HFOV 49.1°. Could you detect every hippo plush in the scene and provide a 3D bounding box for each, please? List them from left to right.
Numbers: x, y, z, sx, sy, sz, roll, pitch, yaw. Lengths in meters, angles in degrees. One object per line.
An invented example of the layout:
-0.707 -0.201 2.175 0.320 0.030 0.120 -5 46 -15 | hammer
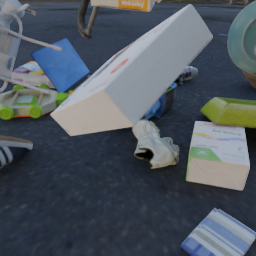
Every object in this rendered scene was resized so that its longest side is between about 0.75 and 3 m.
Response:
-3.998 -3.527 9.045 1.643 1.321 1.308 28 0 0 | hippo plush

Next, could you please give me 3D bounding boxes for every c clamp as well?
-1.119 -3.806 8.710 0.338 2.497 2.133 -3 59 -30 | c clamp

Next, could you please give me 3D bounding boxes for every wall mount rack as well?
-2.695 -1.688 6.858 0.753 2.020 1.755 20 4 44 | wall mount rack

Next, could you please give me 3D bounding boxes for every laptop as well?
-1.656 -2.322 11.021 2.956 1.713 2.768 8 31 14 | laptop

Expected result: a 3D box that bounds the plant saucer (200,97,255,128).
3.460 -0.477 8.133 2.302 0.552 2.305 6 12 4 | plant saucer

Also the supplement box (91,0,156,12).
0.084 -3.605 6.655 1.382 0.806 2.193 9 44 9 | supplement box

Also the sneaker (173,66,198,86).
2.278 -2.121 11.869 1.592 0.619 1.114 -10 31 1 | sneaker

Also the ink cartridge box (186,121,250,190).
2.213 0.482 6.986 1.279 0.735 2.184 8 30 13 | ink cartridge box

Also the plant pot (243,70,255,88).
5.560 -2.095 11.462 1.692 0.781 1.692 -3 35 2 | plant pot

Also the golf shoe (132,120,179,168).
0.467 0.384 7.261 0.903 0.727 1.858 -20 34 -22 | golf shoe

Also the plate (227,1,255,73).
3.133 -2.045 6.358 1.684 1.684 0.215 0 25 -1 | plate

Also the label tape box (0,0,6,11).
-3.316 -3.209 6.086 1.308 0.574 1.815 12 61 -8 | label tape box

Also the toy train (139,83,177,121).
0.341 -0.876 9.036 1.579 1.198 2.763 26 38 28 | toy train

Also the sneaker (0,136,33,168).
-3.189 0.844 6.433 0.847 1.311 2.416 7 0 18 | sneaker

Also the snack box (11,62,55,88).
-3.676 -2.340 12.185 2.222 0.589 1.580 8 30 14 | snack box

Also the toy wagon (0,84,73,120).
-3.215 -0.933 9.756 2.651 0.525 2.057 -3 30 -6 | toy wagon

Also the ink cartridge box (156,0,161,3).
1.078 -4.818 9.552 0.636 0.867 0.359 35 65 -9 | ink cartridge box

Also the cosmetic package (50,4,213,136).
-0.141 -0.852 5.123 2.108 0.722 2.796 -50 19 -23 | cosmetic package

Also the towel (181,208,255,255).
1.610 1.980 4.939 0.884 0.143 1.203 28 41 37 | towel
